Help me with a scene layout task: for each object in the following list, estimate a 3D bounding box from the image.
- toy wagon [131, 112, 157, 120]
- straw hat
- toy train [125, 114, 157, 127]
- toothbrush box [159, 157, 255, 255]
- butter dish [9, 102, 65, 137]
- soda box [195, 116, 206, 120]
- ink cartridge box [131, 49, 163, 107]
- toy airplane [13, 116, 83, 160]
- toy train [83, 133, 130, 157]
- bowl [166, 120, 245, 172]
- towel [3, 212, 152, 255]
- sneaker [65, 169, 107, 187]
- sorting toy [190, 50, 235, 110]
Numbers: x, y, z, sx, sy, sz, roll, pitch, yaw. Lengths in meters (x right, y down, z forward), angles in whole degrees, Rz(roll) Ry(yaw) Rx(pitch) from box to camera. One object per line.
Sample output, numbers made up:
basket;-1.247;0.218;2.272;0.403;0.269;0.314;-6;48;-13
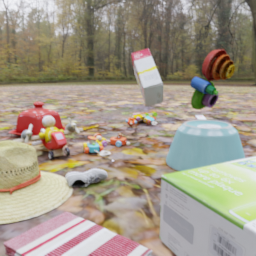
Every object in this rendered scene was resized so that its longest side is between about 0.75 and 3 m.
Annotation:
toy wagon;0.752;-0.610;14.924;1.546;0.306;1.199;-8;-2;-32
straw hat;-2.723;0.947;6.277;2.871;1.215;2.871;0;12;0
toy train;0.645;-0.272;13.992;1.531;0.426;1.150;6;29;0
toothbrush box;2.197;1.365;4.305;2.818;1.213;2.052;-4;13;-26
butter dish;-3.787;-0.392;11.945;1.952;1.443;1.947;7;15;28
soda box;3.721;-0.369;14.398;0.399;0.373;1.173;1;12;5
ink cartridge box;0.729;-1.884;10.661;0.734;1.760;1.277;-16;-30;-1
toy airplane;-2.636;0.219;9.425;1.830;1.297;1.838;-1;14;12
toy train;-0.809;0.489;10.051;1.397;0.517;1.860;4;12;20
bowl;2.329;0.476;8.404;2.382;1.246;2.382;-1;12;0
towel;-0.772;1.888;4.304;1.891;0.215;1.362;10;14;34
sneaker;-1.001;1.300;6.877;1.030;0.385;0.422;-7;32;-15
sorting toy;1.873;-0.929;6.110;0.887;1.476;0.606;-20;42;-36
